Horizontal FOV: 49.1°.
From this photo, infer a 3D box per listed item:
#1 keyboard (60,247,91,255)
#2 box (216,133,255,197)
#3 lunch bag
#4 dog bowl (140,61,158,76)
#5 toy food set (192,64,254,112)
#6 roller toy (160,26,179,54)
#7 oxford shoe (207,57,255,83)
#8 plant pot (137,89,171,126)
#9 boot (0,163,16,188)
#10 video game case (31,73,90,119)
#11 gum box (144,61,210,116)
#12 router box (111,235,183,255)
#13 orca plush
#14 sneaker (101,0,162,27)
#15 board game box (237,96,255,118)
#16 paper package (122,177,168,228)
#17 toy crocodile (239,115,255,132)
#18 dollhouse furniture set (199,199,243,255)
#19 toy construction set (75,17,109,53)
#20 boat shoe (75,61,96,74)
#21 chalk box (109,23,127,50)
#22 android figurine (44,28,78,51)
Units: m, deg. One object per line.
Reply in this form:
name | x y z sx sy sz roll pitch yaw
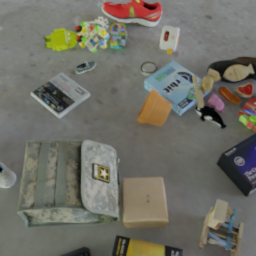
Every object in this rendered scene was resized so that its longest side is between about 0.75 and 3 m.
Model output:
keyboard | -2.058 4.252 7.129 2.608 0.269 1.657 -17 56 -11
box | 4.152 1.067 9.104 1.987 0.784 1.402 -27 56 -18
lunch bag | -1.576 1.589 8.223 2.780 1.634 2.280 0 54 -8
dog bowl | 0.895 -2.526 12.002 0.780 0.229 0.780 0 54 0
toy food set | 3.699 -1.487 10.806 2.706 0.426 1.720 -8 87 -16
roller toy | 1.891 -3.992 12.552 0.793 1.035 1.135 13 55 9
oxford shoe | 4.514 -2.477 11.655 2.600 0.945 1.098 0 35 -4
plant pot | 0.978 -0.639 10.112 0.894 1.277 1.277 26 57 -2
boot | -4.611 1.210 8.828 2.135 1.020 0.785 13 55 9
video game case | -2.698 -1.337 11.171 1.765 0.206 1.604 37 62 22
gum box | 1.966 -1.645 11.220 1.747 0.458 2.057 -36 62 -23
router box | 0.335 4.101 6.999 1.835 0.609 2.333 9 55 6
orca plush | 3.082 -0.496 10.393 0.697 0.471 1.325 -24 58 -16
sneaker | 0.213 -5.827 13.485 2.947 1.251 1.135 3 54 -12
board game box | 5.376 -0.270 10.319 2.332 0.227 1.200 35 54 23
paper package | 0.468 2.215 8.311 1.286 0.698 1.349 -2 55 -1
toy crocodile | 4.638 -0.022 10.030 1.406 0.475 0.434 36 55 23
dollhouse furniture set | 2.597 2.763 7.481 0.987 1.401 0.982 17 56 12
toy construction set | -1.569 -4.363 12.742 1.552 1.090 2.367 -26 38 19
boat shoe | -1.817 -2.663 12.049 0.997 0.308 0.363 -32 60 -21
chalk box | -0.471 -4.098 12.793 0.762 0.768 1.230 3 54 1
android figurine | -3.090 -4.129 13.103 1.596 0.328 1.453 -10 55 -5
